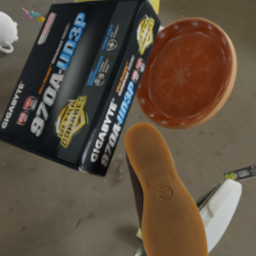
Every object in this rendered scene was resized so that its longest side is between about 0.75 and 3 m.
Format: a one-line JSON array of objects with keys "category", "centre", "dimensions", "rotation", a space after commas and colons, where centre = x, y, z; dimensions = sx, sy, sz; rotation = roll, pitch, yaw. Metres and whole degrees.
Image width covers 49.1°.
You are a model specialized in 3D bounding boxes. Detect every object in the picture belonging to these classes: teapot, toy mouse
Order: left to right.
[{"category": "teapot", "centre": [-5.092, -3.871, 11.459], "dimensions": [1.480, 1.095, 1.500], "rotation": [22, 88, 53]}, {"category": "toy mouse", "centre": [-2.877, -3.354, 8.399], "dimensions": [0.798, 0.709, 0.154], "rotation": [14, 91, 33]}]

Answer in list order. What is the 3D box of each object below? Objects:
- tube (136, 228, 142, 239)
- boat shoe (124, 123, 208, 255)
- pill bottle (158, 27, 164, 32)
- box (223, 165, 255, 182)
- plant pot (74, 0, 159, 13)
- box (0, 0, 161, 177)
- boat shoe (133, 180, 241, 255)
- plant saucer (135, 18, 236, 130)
[{"category": "tube", "centre": [0.907, 2.700, 6.497], "dimensions": [1.453, 0.422, 0.377], "rotation": [23, 10, 15]}, {"category": "boat shoe", "centre": [0.459, 0.962, 3.648], "dimensions": [0.742, 0.741, 2.109], "rotation": [-12, 62, 0]}, {"category": "pill bottle", "centre": [1.169, -4.148, 12.097], "dimensions": [0.812, 0.444, 0.444], "rotation": [-6, 51, -6]}, {"category": "box", "centre": [2.634, 0.873, 5.698], "dimensions": [0.696, 1.264, 0.219], "rotation": [-5, 73, -24]}, {"category": "plant pot", "centre": [-0.211, -2.974, 7.998], "dimensions": [2.445, 2.445, 1.735], "rotation": [-8, 86, -6]}, {"category": "box", "centre": [-0.917, -0.820, 4.846], "dimensions": [2.249, 0.651, 2.830], "rotation": [14, 79, 34]}, {"category": "boat shoe", "centre": [0.822, 1.886, 4.837], "dimensions": [2.988, 1.056, 0.951], "rotation": [-41, 47, -20]}, {"category": "plant saucer", "centre": [1.229, -1.213, 6.457], "dimensions": [0.409, 2.533, 2.533], "rotation": [10, 34, -49]}]
